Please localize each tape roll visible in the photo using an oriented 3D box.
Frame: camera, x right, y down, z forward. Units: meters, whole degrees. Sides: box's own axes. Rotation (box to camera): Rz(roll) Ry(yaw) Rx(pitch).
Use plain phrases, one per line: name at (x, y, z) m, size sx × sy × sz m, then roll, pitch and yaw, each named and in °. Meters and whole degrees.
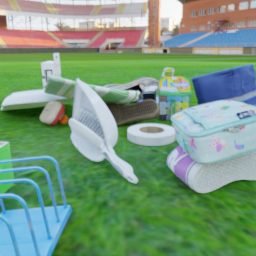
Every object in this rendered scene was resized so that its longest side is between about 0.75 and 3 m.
tape roll at (0.651, 0.168, 7.783) m, size 1.363 × 0.249 × 1.363 m, roll 0°, pitch 16°, yaw 0°

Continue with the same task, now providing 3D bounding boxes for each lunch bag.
lunch bag at (3.582, -1.220, 10.038) m, size 1.745 × 1.699 × 2.568 m, roll -7°, pitch 8°, yaw 43°
lunch bag at (1.559, -0.001, 5.118) m, size 1.430 × 0.687 × 1.783 m, roll -13°, pitch 13°, yaw -1°

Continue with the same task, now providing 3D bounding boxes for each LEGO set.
LEGO set at (2.407, -3.087, 17.247) m, size 1.226 × 0.992 × 2.664 m, roll 23°, pitch 26°, yaw 30°

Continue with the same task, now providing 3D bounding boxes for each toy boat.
toy boat at (-2.300, -0.384, 9.046) m, size 0.789 × 0.788 × 1.207 m, roll 34°, pitch -13°, yaw -32°

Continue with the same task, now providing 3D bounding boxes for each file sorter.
file sorter at (-1.448, 1.050, 3.306) m, size 1.043 × 0.922 × 1.503 m, roll -7°, pitch 15°, yaw 6°

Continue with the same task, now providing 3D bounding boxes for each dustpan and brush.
dustpan and brush at (-0.564, 0.258, 5.785) m, size 2.377 × 1.659 × 0.680 m, roll 35°, pitch 44°, yaw 22°

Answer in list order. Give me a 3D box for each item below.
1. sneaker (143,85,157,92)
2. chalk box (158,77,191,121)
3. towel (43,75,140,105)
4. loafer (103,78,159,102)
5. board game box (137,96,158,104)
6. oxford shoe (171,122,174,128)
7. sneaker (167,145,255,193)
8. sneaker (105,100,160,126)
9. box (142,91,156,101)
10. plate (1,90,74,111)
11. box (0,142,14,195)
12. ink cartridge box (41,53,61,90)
sneaker at (0.962, -1.611, 12.142) m, size 0.329 × 0.437 × 0.878 m, roll 1°, pitch 16°, yaw 43°
chalk box at (1.588, -0.937, 9.687) m, size 1.090 × 1.098 × 1.759 m, roll 1°, pitch 35°, yaw 6°
towel at (-1.177, -1.087, 8.568) m, size 2.617 × 0.306 × 1.996 m, roll 10°, pitch -7°, yaw -21°
loafer at (0.252, -1.548, 12.344) m, size 2.919 × 1.049 × 0.918 m, roll -13°, pitch 23°, yaw -22°
board game box at (1.421, -0.986, 11.537) m, size 1.533 × 0.334 × 1.540 m, roll 12°, pitch 20°, yaw 31°
oxford shoe at (1.613, -0.234, 8.772) m, size 0.514 × 0.484 × 1.373 m, roll -2°, pitch 14°, yaw 16°
sneaker at (1.857, 0.528, 5.626) m, size 2.254 × 0.817 × 1.285 m, roll -7°, pitch 14°, yaw -21°
sneaker at (-0.067, -0.366, 9.074) m, size 2.235 × 0.787 × 0.844 m, roll -5°, pitch -18°, yaw 12°
box at (0.789, -0.940, 10.322) m, size 0.477 × 0.770 × 0.757 m, roll -3°, pitch 13°, yaw 8°
plate at (-3.165, -1.083, 10.372) m, size 2.899 × 0.469 × 2.893 m, roll -9°, pitch 3°, yaw -24°
box at (-2.999, 0.878, 4.265) m, size 1.636 × 0.896 × 1.854 m, roll 4°, pitch 18°, yaw 8°
ink cartridge box at (-4.007, -2.820, 14.660) m, size 0.711 × 2.095 × 1.215 m, roll 0°, pitch 16°, yaw -1°
